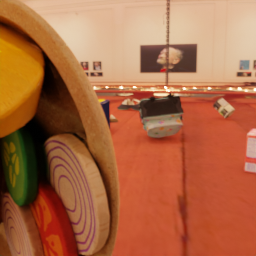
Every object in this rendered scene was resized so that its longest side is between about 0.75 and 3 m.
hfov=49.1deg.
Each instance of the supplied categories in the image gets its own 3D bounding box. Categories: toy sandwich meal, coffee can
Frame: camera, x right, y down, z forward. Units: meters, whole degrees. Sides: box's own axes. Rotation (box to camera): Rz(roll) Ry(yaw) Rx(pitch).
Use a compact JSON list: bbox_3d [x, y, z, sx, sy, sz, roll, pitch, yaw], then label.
[{"bbox_3d":[-1.361,0.265,2.294,2.928,2.928,1.003,8,17,36],"label":"toy sandwich meal"},{"bbox_3d":[4.327,-0.899,12.699,0.580,0.580,0.793,-12,53,-46],"label":"coffee can"}]

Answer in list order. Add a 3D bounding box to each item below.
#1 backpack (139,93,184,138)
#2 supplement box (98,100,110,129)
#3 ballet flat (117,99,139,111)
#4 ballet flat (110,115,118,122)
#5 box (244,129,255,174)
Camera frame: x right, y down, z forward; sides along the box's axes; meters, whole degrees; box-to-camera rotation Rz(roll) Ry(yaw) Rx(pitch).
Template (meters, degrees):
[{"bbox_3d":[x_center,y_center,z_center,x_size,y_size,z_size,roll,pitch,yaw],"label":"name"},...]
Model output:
[{"bbox_3d":[1.055,-0.318,8.917,1.355,1.182,1.541,-11,-9,1],"label":"backpack"},{"bbox_3d":[-1.737,-0.411,9.957,2.033,1.106,1.113,2,12,8],"label":"supplement box"},{"bbox_3d":[0.183,-1.304,15.802,1.822,0.666,0.666,6,13,30],"label":"ballet flat"},{"bbox_3d":[-0.820,-0.387,11.923,0.866,0.313,0.294,-3,15,-16],"label":"ballet flat"},{"bbox_3d":[3.353,0.552,5.792,1.657,0.850,0.785,6,13,31],"label":"box"}]
